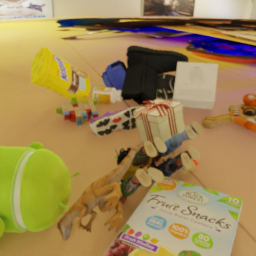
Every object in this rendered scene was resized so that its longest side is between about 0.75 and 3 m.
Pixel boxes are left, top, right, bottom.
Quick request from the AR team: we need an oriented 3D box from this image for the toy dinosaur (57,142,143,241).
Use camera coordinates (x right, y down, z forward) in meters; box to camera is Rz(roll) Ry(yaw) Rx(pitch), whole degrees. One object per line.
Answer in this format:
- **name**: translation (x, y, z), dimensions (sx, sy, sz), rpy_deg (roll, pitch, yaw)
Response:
- **toy dinosaur**: translation (-0.422, 1.095, 5.108), dimensions (2.419, 0.731, 1.285), rpy_deg (-43, 33, -9)

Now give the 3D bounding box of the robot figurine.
- **robot figurine**: translation (-2.359, 1.149, 5.361), dimensions (2.719, 1.573, 2.385), rpy_deg (1, 31, 3)

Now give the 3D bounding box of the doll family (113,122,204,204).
- **doll family**: translation (0.569, 0.796, 6.404), dimensions (2.921, 1.688, 1.146), rpy_deg (-13, 67, -37)

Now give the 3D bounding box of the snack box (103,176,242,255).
- **snack box**: translation (0.868, 1.914, 4.861), dimensions (1.729, 0.644, 2.431), rpy_deg (14, 30, 25)

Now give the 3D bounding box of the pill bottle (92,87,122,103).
- **pill bottle**: translation (-0.816, -1.304, 11.268), dimensions (1.114, 0.619, 0.619), rpy_deg (5, 27, 10)

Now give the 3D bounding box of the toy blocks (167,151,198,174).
- **toy blocks**: translation (1.530, 0.855, 7.337), dimensions (0.818, 0.297, 0.682), rpy_deg (-15, 31, -39)

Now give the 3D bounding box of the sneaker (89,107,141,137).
- **sneaker**: translation (-0.357, -0.351, 9.197), dimensions (1.928, 0.777, 0.804), rpy_deg (-13, 30, -23)

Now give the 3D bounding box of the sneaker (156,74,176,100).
- **sneaker**: translation (2.261, -1.713, 11.968), dimensions (2.779, 1.078, 1.199), rpy_deg (1, 3, 11)

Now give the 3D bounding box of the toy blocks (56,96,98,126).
- **toy blocks**: translation (-1.692, -0.501, 9.743), dimensions (1.498, 0.749, 1.024), rpy_deg (-8, 39, -18)

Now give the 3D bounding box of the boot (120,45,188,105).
- **boot**: translation (1.076, -1.954, 11.195), dimensions (2.679, 2.251, 1.023), rpy_deg (7, -13, -12)

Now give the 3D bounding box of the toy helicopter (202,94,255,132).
- **toy helicopter**: translation (3.585, -0.286, 9.345), dimensions (2.179, 0.860, 1.441), rpy_deg (-12, 37, -1)

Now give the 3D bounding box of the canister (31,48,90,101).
- **canister**: translation (-2.555, -1.960, 10.839), dimensions (2.113, 0.915, 1.569), rpy_deg (25, 40, -39)

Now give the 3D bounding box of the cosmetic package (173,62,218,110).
- **cosmetic package**: translation (2.547, -1.587, 10.667), dimensions (1.502, 1.506, 0.926), rpy_deg (7, -14, 13)

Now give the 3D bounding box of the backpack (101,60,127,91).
- **backpack**: translation (-0.565, -2.445, 12.896), dimensions (1.236, 1.197, 1.473), rpy_deg (-19, 28, 7)

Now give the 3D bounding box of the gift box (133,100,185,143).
- **gift box**: translation (0.887, -0.172, 8.122), dimensions (1.266, 1.183, 1.169), rpy_deg (-30, 27, -36)
